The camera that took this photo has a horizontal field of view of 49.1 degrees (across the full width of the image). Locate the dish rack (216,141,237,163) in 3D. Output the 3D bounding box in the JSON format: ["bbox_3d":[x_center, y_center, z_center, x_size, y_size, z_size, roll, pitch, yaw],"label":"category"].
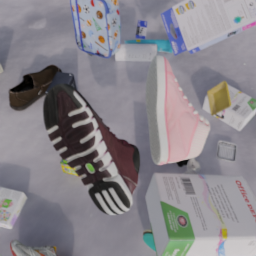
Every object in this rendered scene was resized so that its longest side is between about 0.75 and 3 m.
[{"bbox_3d":[3.433,0.846,9.793,0.681,0.173,0.794,14,52,10],"label":"dish rack"}]

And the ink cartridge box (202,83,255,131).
[{"bbox_3d":[3.953,-0.858,10.825,1.709,0.717,1.237,37,60,26],"label":"ink cartridge box"}]

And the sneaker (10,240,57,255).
[{"bbox_3d":[-2.299,3.448,7.409,1.830,0.712,0.752,25,50,8],"label":"sneaker"}]

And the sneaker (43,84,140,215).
[{"bbox_3d":[-0.634,0.301,6.282,1.123,2.969,1.715,-20,12,27],"label":"sneaker"}]

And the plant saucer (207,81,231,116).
[{"bbox_3d":[2.632,-0.822,7.990,0.192,0.793,0.793,2,73,-23],"label":"plant saucer"}]

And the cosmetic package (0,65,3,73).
[{"bbox_3d":[-6.643,-2.338,11.687,0.876,1.297,2.466,28,57,20],"label":"cosmetic package"}]

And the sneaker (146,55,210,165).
[{"bbox_3d":[1.307,-0.486,7.413,1.479,1.065,2.829,-3,86,-12],"label":"sneaker"}]

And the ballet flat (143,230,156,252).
[{"bbox_3d":[1.379,3.261,7.637,2.060,0.695,0.642,24,28,14],"label":"ballet flat"}]

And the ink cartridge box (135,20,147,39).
[{"bbox_3d":[0.597,-4.384,12.488,0.441,0.207,0.938,8,62,0],"label":"ink cartridge box"}]

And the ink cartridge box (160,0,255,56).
[{"bbox_3d":[2.692,-3.690,9.364,2.909,0.610,1.736,-20,81,21],"label":"ink cartridge box"}]

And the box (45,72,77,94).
[{"bbox_3d":[-2.528,-1.298,10.863,0.720,1.227,1.206,9,51,7],"label":"box"}]

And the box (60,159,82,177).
[{"bbox_3d":[-1.553,1.020,9.342,1.015,0.643,1.054,12,51,9],"label":"box"}]

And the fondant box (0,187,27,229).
[{"bbox_3d":[-3.968,2.328,8.423,1.435,0.418,1.035,10,51,9],"label":"fondant box"}]

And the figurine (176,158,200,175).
[{"bbox_3d":[1.906,1.071,8.826,0.610,1.382,1.416,0,51,0],"label":"figurine"}]

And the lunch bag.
[{"bbox_3d":[-1.061,-3.235,8.857,1.643,2.050,0.775,24,48,23],"label":"lunch bag"}]

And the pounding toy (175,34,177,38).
[{"bbox_3d":[3.004,-4.935,14.037,1.366,0.821,1.770,24,88,-18],"label":"pounding toy"}]

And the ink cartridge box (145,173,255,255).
[{"bbox_3d":[2.024,2.319,7.454,2.731,1.147,1.978,4,39,-12],"label":"ink cartridge box"}]

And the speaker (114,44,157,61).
[{"bbox_3d":[0.348,-3.468,12.922,1.942,0.788,0.788,1,51,1],"label":"speaker"}]

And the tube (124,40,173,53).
[{"bbox_3d":[0.989,-3.974,13.430,2.344,0.908,0.591,5,88,2],"label":"tube"}]

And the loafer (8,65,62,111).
[{"bbox_3d":[-3.733,-1.817,11.440,1.000,0.978,2.741,25,55,19],"label":"loafer"}]
